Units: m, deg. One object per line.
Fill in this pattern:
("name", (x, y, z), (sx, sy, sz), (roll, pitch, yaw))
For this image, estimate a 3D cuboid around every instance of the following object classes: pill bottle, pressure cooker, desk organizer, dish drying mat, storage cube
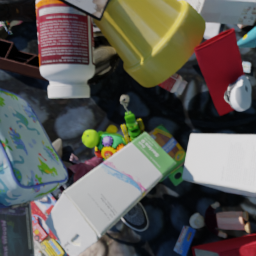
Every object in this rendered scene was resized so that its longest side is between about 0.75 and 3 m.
("pill bottle", (1.359, -1.559, 9.263), (1.098, 0.616, 0.616), (29, 74, 4))
("pressure cooker", (-1.672, -2.825, 10.401), (2.341, 2.378, 2.662), (-42, 74, 19))
("desk organizer", (-4.160, -2.672, 11.044), (2.446, 0.942, 0.877), (15, 72, 5))
("pill bottle", (-1.743, -2.231, 7.951), (1.553, 1.553, 2.749), (-2, 95, -1))
("dish drying mat", (2.839, -1.496, 8.244), (1.117, 2.908, 0.265), (-24, 45, 14))
("storage cube", (3.491, 4.369, 7.885), (2.364, 2.630, 2.248), (-8, 71, -9))

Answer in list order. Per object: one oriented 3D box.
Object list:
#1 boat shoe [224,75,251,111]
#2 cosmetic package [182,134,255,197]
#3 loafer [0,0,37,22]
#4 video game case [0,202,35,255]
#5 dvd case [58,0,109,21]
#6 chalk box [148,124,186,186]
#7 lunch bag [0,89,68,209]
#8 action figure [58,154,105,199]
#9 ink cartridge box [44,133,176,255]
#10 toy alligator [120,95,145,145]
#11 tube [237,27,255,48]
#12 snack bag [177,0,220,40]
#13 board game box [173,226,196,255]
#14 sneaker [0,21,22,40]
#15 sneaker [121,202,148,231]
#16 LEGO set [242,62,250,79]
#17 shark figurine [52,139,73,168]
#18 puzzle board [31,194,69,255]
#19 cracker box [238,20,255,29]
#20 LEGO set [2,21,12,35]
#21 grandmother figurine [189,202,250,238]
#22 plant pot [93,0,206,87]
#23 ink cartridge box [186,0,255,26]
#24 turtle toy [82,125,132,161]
("boat shoe", (2.910, -0.875, 7.600), (0.622, 0.588, 1.734), (49, 39, -11))
("cosmetic package", (2.939, 1.029, 7.138), (2.126, 2.133, 1.311), (22, 75, -38))
("loafer", (-3.225, -3.477, 8.117), (0.758, 0.733, 2.158), (32, 39, 28))
("video game case", (-3.153, 2.185, 6.429), (0.292, 2.270, 2.497), (-26, 62, 23))
("dvd case", (-0.942, -3.675, 7.155), (1.162, 0.143, 1.629), (23, 77, -12))
("chalk box", (1.253, 1.069, 9.674), (1.189, 1.183, 1.911), (-36, 75, -11))
("lunch bag", (-2.861, 0.456, 6.943), (1.203, 2.345, 2.918), (-35, 77, 12))
("action figure", (-1.132, 1.428, 9.313), (2.509, 1.681, 1.868), (-32, 85, -43))
("ink cartridge box", (-0.409, 1.549, 6.623), (1.182, 1.963, 2.702), (46, 48, 9))
("toy alligator", (0.135, 0.009, 7.443), (0.577, 1.946, 0.528), (-20, 46, -3))
("tube", (3.956, -2.772, 7.968), (0.892, 2.304, 0.581), (0, 80, -13))
("snack bag", (2.944, -5.078, 12.203), (2.388, 0.271, 2.533), (17, 73, 5))
("board game box", (1.806, 3.625, 8.997), (0.245, 0.860, 0.878), (26, 74, 8))
("sneaker", (-5.188, -4.686, 11.802), (0.878, 0.817, 2.034), (35, 74, 12))
("sneaker", (-0.106, 2.425, 9.186), (0.831, 1.252, 2.201), (-34, 75, -11))
("LEGO set", (4.279, -2.102, 11.186), (1.100, 0.361, 1.473), (12, 72, 8))
("shark figurine", (-2.278, 1.623, 9.619), (1.456, 1.017, 2.437), (-40, 74, -11))
("puzzle board", (-3.103, 3.374, 9.412), (2.121, 0.245, 2.814), (-42, 76, -13))
("cracker box", (4.910, -4.971, 12.129), (0.790, 0.340, 1.180), (-25, 74, -8))
("LEGO set", (-4.203, -3.798, 9.436), (0.309, 0.940, 1.259), (-27, 80, -18))
("grandmother figurine", (2.549, 2.634, 7.991), (1.632, 0.494, 0.990), (-13, 71, 29))
("plant pot", (0.463, -3.116, 8.525), (2.623, 2.789, 2.789), (38, 72, -24))
("ink cartridge box", (3.172, -4.406, 9.536), (2.083, 0.873, 1.829), (-1, 52, -10))
("turtle toy", (-0.640, 0.538, 8.337), (1.534, 1.118, 0.775), (31, 31, -3))
